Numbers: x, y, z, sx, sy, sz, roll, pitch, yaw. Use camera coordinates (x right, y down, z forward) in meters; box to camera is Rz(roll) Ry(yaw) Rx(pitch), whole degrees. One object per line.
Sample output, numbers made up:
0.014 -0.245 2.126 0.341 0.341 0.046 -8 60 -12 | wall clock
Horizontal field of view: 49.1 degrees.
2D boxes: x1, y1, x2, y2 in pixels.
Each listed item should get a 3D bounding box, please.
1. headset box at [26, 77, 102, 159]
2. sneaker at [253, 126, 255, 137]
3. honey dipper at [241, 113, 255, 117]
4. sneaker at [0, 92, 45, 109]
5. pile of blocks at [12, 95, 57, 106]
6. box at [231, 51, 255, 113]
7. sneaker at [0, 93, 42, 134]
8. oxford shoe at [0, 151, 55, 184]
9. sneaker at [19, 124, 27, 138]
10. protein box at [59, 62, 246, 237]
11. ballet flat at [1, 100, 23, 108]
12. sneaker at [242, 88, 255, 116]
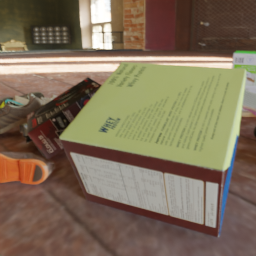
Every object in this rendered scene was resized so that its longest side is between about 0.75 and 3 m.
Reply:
-1.812 -0.312 8.147 2.570 0.964 1.910 -34 24 -7 | headset box
5.028 0.130 8.489 2.213 0.774 0.996 -2 23 -3 | sneaker
4.296 -0.538 10.904 2.491 0.473 0.473 4 20 20 | honey dipper
-4.573 -0.820 11.384 0.980 0.914 2.595 -12 9 33 | sneaker
-3.599 -0.702 11.176 0.756 0.998 2.432 -38 -16 35 | pile of blocks
5.510 -1.698 11.072 2.786 2.458 1.347 9 22 25 | box
-3.855 -0.412 9.056 2.235 0.844 0.787 -22 17 0 | sneaker
-2.694 0.882 6.588 1.969 0.702 0.718 10 12 11 | oxford shoe
-3.325 0.040 9.346 0.458 0.392 1.051 -6 20 -30 | sneaker
0.679 0.189 5.549 2.684 1.811 2.665 9 44 23 | protein box
-3.430 -0.408 9.902 2.071 0.694 0.692 16 28 -29 | ballet flat
3.865 -0.857 9.342 1.980 0.718 1.129 33 4 30 | sneaker
